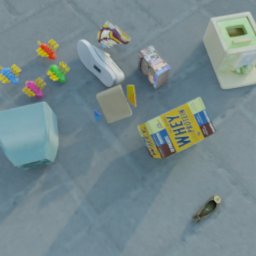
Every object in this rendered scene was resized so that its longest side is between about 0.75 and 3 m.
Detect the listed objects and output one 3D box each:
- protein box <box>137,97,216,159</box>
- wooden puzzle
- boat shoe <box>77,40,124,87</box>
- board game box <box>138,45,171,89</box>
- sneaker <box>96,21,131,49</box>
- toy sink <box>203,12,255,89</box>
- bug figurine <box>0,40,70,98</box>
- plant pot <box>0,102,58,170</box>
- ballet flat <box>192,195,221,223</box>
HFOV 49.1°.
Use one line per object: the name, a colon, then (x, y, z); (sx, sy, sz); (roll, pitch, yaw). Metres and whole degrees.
protein box: (1.587, 0.054, 9.778); (1.941, 1.927, 1.309); (-25, 89, -10)
wooden puzzle: (-0.508, -0.884, 10.583); (1.945, 0.227, 1.312); (-10, 103, 26)
boat shoe: (-1.133, -2.784, 11.752); (0.903, 0.917, 2.587); (-26, 63, -39)
board game box: (1.040, -2.475, 11.429); (0.641, 1.056, 1.324); (-31, 71, -11)
sneaker: (-0.648, -3.520, 11.157); (0.986, 0.820, 2.189); (-50, 33, 10)
toy sink: (4.426, -3.181, 11.475); (1.727, 1.484, 2.649); (-10, 69, -4)
bug figurine: (-3.792, -2.332, 11.572); (2.764, 0.711, 2.143); (-40, 80, -19)
plant pot: (-3.454, 0.417, 9.936); (1.851, 1.846, 1.885); (-14, 76, -6)
ballet flat: (2.766, 2.815, 9.735); (1.314, 0.305, 0.443); (-36, 73, -13)
